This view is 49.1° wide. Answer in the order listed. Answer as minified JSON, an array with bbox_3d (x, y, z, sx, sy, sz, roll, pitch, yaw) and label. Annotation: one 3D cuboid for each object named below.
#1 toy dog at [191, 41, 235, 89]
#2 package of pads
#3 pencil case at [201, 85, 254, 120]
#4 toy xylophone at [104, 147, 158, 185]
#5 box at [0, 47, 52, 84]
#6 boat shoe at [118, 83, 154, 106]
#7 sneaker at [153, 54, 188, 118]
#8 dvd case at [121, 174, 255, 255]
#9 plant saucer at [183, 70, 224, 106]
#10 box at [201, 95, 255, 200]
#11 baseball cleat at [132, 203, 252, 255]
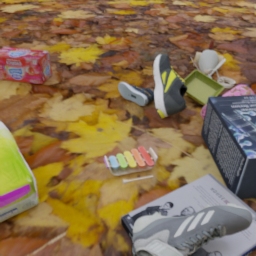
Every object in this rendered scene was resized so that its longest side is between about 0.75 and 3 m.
[{"bbox_3d":[3.487,-2.814,11.981,1.767,1.291,2.680,-3,36,-4],"label":"toy dog"},{"bbox_3d":[-3.714,1.116,6.864,2.308,1.019,2.988,-23,42,-28],"label":"package of pads"},{"bbox_3d":[3.434,-0.748,9.532,2.169,0.938,0.898,-28,73,-32],"label":"pencil case"},{"bbox_3d":[0.123,0.980,7.485,1.444,0.363,1.057,-13,32,-21],"label":"toy xylophone"},{"bbox_3d":[-4.514,-2.666,11.945,2.208,1.101,1.054,8,37,11],"label":"box"},{"bbox_3d":[0.338,-1.325,10.656,0.714,0.556,1.572,-22,44,-37],"label":"boat shoe"},{"bbox_3d":[1.529,-1.532,9.961,1.127,0.992,2.664,-7,62,15],"label":"sneaker"},{"bbox_3d":[1.465,2.149,6.050,2.648,0.327,1.990,-19,40,-24],"label":"dvd case"},{"bbox_3d":[2.743,-1.470,10.657,1.356,0.325,1.358,37,58,18],"label":"plant saucer"},{"bbox_3d":[3.402,0.376,7.508,2.013,1.452,2.712,-3,37,-5],"label":"box"},{"bbox_3d":[1.198,2.073,5.148,2.262,0.789,1.204,-13,32,13],"label":"baseball cleat"}]
